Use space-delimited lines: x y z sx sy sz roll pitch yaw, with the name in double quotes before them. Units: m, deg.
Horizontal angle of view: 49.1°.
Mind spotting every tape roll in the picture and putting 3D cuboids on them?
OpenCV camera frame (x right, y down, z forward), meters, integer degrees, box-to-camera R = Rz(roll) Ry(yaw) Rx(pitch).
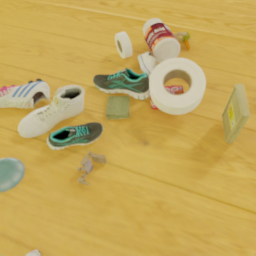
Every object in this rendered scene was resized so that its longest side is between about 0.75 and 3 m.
"tape roll" -0.237 -4.136 14.026 0.440 1.258 1.258 -23 51 -11
"tape roll" 1.861 -1.604 10.780 2.134 0.746 2.134 -2 72 6

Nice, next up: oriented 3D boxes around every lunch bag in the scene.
"lunch bag" 1.615 -1.235 11.556 1.437 0.589 1.266 -5 33 12

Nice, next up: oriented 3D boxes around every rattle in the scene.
"rattle" 2.671 -4.657 15.195 1.352 0.966 0.880 2 9 13

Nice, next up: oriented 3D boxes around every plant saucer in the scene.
"plant saucer" -4.243 1.503 9.450 1.420 0.273 1.420 0 48 0

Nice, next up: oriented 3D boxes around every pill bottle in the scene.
"pill bottle" 1.613 -4.490 14.263 1.376 1.376 2.409 -10 48 -9

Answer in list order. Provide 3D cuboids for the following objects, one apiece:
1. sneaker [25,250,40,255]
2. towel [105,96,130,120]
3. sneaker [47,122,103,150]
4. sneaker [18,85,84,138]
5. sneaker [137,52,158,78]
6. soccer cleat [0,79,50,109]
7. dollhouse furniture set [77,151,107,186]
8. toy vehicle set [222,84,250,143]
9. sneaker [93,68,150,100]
"sneaker" -2.812 3.608 7.346 0.406 0.470 1.084 35 55 30
"towel" -0.426 -0.855 11.669 1.005 0.247 1.355 0 48 1
"sneaker" -1.885 0.252 10.044 2.093 0.955 0.812 -18 78 -13
"sneaker" -2.889 -0.740 10.532 2.781 1.607 1.025 -32 76 -25
"sneaker" 1.009 -2.940 13.110 0.756 0.780 2.136 -34 45 17
"soccer cleat" -4.510 -1.204 11.562 2.596 0.907 1.121 -20 67 -10
"dollhouse furniture set" -1.246 1.315 9.362 0.497 0.582 1.123 8 46 26
"toy vehicle set" 3.753 -0.444 9.911 0.268 2.024 1.257 0 62 4
"sneaker" -0.259 -2.126 12.182 2.675 1.220 1.038 11 47 10
